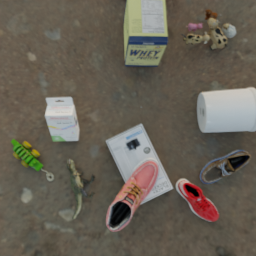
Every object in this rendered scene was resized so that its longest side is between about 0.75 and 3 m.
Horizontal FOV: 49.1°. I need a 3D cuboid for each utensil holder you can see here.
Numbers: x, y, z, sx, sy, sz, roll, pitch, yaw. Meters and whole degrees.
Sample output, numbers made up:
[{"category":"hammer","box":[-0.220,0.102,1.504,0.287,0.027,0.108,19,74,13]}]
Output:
[{"category":"utensil holder","box":[3.805,-0.643,10.781,1.975,1.678,1.678,-3,86,1]}]

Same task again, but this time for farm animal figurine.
[{"category":"farm animal figurine","box":[3.299,-3.816,11.208,1.791,0.944,1.811,38,85,-10]}]

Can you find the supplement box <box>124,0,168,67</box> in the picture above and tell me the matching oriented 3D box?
[{"category":"supplement box","box":[0.587,-3.676,10.653,1.365,2.034,2.032,-1,77,-5]}]

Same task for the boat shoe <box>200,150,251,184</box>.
[{"category":"boat shoe","box":[3.822,1.509,11.055,2.153,0.779,0.778,-33,86,-2]}]

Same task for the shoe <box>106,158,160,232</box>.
[{"category":"shoe","box":[0.209,2.351,9.869,0.998,1.270,2.793,35,94,4]}]

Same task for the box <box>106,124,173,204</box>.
[{"category":"box","box":[0.432,1.426,11.033,1.619,0.835,2.776,-24,86,-2]}]

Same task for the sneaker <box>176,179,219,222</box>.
[{"category":"sneaker","box":[2.724,2.892,10.730,2.116,1.222,0.829,41,87,3]}]

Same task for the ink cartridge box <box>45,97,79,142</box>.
[{"category":"ink cartridge box","box":[-2.523,-0.291,10.708,1.051,1.795,0.604,-2,45,0]}]

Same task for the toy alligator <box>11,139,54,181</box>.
[{"category":"toy alligator","box":[-3.872,1.284,11.145,2.340,0.635,0.694,44,87,3]}]

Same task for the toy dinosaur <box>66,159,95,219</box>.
[{"category":"toy dinosaur","box":[-1.852,2.370,11.127,1.044,0.562,2.370,-9,86,14]}]
